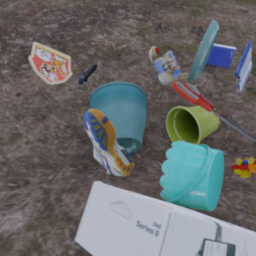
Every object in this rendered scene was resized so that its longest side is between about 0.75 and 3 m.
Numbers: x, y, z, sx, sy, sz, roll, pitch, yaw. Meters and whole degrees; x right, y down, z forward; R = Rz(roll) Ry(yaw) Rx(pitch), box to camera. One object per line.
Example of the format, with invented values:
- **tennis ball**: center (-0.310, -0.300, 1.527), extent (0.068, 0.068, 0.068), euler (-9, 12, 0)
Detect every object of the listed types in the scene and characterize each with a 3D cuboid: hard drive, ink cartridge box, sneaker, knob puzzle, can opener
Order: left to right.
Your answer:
- **knob puzzle**: center (-2.338, -1.920, 8.597), extent (1.561, 0.216, 1.561), euler (22, 51, -31)
- **can opener**: center (-1.553, -2.020, 10.564), extent (0.419, 1.067, 0.338), euler (52, 34, -2)
- **sneaker**: center (-0.753, 0.523, 7.918), extent (0.968, 2.197, 0.827), euler (-13, 22, 42)
- **ink cartridge box**: center (0.823, 2.145, 5.421), extent (2.178, 2.984, 1.254), euler (4, 72, 53)
- **hard drive**: center (4.573, -3.794, 14.627), extent (1.736, 1.145, 0.220), euler (15, 49, 14)

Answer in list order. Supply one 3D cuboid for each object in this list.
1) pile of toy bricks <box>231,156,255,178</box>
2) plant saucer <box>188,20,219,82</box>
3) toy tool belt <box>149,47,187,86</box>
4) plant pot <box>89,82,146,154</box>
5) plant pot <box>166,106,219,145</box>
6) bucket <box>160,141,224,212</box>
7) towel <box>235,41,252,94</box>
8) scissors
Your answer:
- **pile of toy bricks**: center (3.738, 1.201, 6.531), extent (1.318, 2.376, 1.173), euler (-4, 84, -30)
- **plant saucer**: center (2.842, -2.780, 10.435), extent (0.325, 2.369, 2.369), euler (25, 50, 12)
- **toy tool belt**: center (1.502, -2.379, 10.291), extent (0.968, 1.574, 0.983), euler (-15, 27, 28)
- **plant pot**: center (-0.320, -0.199, 10.548), extent (2.251, 2.251, 2.115), euler (-4, 59, -3)
- **plant pot**: center (2.638, -0.179, 10.951), extent (1.588, 1.727, 1.727), euler (-20, 48, -34)
- **bucket**: center (1.691, 1.238, 7.196), extent (1.161, 1.785, 1.785), euler (6, 43, 31)
- **towel**: center (4.438, -2.244, 10.697), extent (0.228, 1.918, 1.409), euler (22, 85, 26)
- **scissors**: center (2.292, -0.436, 7.670), extent (2.639, 0.184, 0.965), euler (47, 33, 21)
